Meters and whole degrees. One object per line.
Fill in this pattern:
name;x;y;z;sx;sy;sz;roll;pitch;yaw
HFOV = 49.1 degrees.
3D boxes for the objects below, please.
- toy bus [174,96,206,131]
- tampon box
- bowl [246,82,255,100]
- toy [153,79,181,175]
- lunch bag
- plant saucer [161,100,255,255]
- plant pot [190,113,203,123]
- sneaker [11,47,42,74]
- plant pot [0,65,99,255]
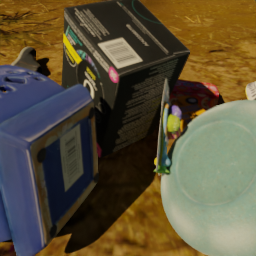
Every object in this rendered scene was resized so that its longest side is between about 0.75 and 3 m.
toy bus;1.736;0.054;7.206;0.914;0.760;2.334;-12;39;-14
tampon box;-0.304;-1.111;6.584;1.794;2.842;2.130;-23;63;-28
bowl;3.646;-0.411;5.766;2.242;1.052;2.242;23;42;-23
toy;0.824;0.047;5.489;0.411;1.001;1.739;8;77;12
lunch bag;1.961;-1.079;8.787;1.634;0.669;1.439;9;27;8
plant saucer;1.638;0.673;4.931;2.968;0.571;2.968;-26;47;32
plant pot;2.187;0.204;6.016;1.756;1.246;1.756;4;63;-8
sneaker;-3.672;-2.446;10.736;0.989;0.696;1.862;8;45;1
plant pot;-1.905;0.445;4.827;2.267;2.522;2.521;9;26;19
